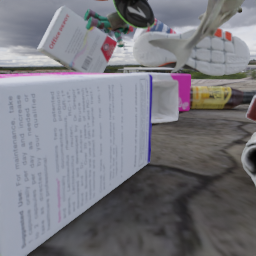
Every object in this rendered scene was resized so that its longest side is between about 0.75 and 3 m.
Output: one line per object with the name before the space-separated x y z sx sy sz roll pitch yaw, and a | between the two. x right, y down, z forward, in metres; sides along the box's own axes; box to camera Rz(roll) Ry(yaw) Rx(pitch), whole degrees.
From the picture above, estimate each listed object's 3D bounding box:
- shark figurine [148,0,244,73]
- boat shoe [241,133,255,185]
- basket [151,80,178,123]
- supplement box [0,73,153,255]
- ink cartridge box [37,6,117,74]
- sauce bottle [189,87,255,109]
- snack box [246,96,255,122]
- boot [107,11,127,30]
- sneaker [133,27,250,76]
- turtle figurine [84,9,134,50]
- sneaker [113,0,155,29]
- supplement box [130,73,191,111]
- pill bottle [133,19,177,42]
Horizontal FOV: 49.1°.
shark figurine | 1.365 -2.355 4.820 1.894 1.323 3.170 -34 -7 -9
boat shoe | 1.787 0.410 3.601 0.620 0.679 1.887 14 25 6
basket | 0.731 -0.810 8.288 1.212 1.223 0.984 -6 11 -27
supplement box | -0.904 0.075 3.439 1.453 1.484 2.872 7 15 26
ink cartridge box | -1.830 -2.977 10.185 2.317 1.689 0.960 28 -2 -31
sauce bottle | 3.581 -1.181 10.817 2.709 0.894 0.894 -1 12 4
snack box | 2.900 0.236 3.316 2.781 0.338 1.000 29 27 28
boot | 0.017 -3.193 8.361 1.120 1.018 0.406 -30 54 3
sneaker | 1.696 -2.093 7.629 3.000 1.156 1.228 12 11 15
turtle figurine | -0.529 -3.237 9.098 1.725 0.868 1.291 13 26 -30
sneaker | -0.018 -3.551 7.014 0.878 2.287 0.958 -33 15 -7
supplement box | 1.156 -1.487 11.074 1.374 1.403 2.715 -3 11 -20
pill bottle | 1.224 -3.254 10.429 1.826 1.092 1.092 26 4 -18
